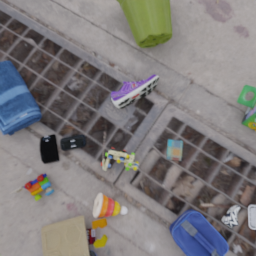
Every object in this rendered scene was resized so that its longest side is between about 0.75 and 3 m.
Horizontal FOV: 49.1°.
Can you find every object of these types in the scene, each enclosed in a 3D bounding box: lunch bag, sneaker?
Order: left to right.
[{"bbox_3d":[0.262,-1.630,11.186,2.120,0.855,0.885,-28,71,-7],"label":"sneaker"},{"bbox_3d":[2.377,3.781,9.411,1.291,1.258,1.901,-44,78,-5],"label":"lunch bag"},{"bbox_3d":[3.837,3.239,10.085,0.544,0.334,0.836,46,75,-2],"label":"sneaker"}]

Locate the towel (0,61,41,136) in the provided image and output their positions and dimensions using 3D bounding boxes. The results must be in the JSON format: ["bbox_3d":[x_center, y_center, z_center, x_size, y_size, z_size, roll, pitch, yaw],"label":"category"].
[{"bbox_3d":[-4.746,-1.251,11.023,1.658,0.721,2.969,-31,74,-12],"label":"towel"}]

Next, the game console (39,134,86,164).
[{"bbox_3d":[-2.520,0.720,10.850,1.807,0.218,1.066,-12,76,-2],"label":"game console"}]

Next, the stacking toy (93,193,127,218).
[{"bbox_3d":[-0.603,2.892,10.078,1.213,0.886,0.886,17,75,-15],"label":"stacking toy"}]

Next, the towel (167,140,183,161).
[{"bbox_3d":[1.807,0.861,10.871,0.591,0.087,0.806,6,75,3],"label":"towel"}]

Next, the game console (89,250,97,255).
[{"bbox_3d":[-1.305,5.143,9.241,1.607,1.371,0.951,49,38,11],"label":"game console"}]

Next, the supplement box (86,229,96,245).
[{"bbox_3d":[-1.624,3.881,9.941,0.960,0.292,0.522,-5,75,-2],"label":"supplement box"}]

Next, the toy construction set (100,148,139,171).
[{"bbox_3d":[-0.331,1.210,10.411,1.436,0.942,0.662,-2,57,4],"label":"toy construction set"}]

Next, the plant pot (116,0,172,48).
[{"bbox_3d":[0.834,-4.601,11.429,2.422,2.422,2.300,-13,88,-3],"label":"plant pot"}]

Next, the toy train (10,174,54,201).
[{"bbox_3d":[-3.485,2.349,10.263,1.407,0.596,0.814,-32,91,-7],"label":"toy train"}]

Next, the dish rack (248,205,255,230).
[{"bbox_3d":[4.813,3.258,10.153,0.984,0.214,0.844,4,74,1],"label":"dish rack"}]

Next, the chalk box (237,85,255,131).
[{"bbox_3d":[5.568,-0.721,10.433,2.834,1.756,1.769,28,76,7],"label":"chalk box"}]

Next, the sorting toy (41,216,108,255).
[{"bbox_3d":[-1.772,3.994,9.491,2.491,0.334,1.856,-18,62,12],"label":"sorting toy"}]
